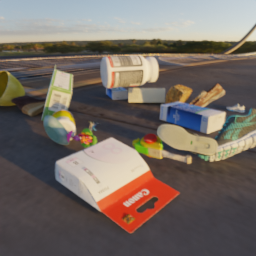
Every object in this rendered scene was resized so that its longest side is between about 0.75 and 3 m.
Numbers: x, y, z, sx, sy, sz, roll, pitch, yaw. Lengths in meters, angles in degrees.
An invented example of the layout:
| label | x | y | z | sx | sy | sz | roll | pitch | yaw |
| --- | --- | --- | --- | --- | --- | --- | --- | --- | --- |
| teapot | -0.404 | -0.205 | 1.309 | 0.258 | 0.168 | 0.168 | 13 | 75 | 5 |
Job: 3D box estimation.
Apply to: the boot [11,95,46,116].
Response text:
| label | x | y | z | sx | sy | sz | roll | pitch | yaw |
| --- | --- | --- | --- | --- | --- | --- | --- | --- | --- |
| boot | -4.230 | -1.227 | 12.945 | 1.506 | 0.655 | 1.811 | 33 | 41 | 28 |

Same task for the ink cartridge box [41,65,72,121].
| label | x | y | z | sx | sy | sz | roll | pitch | yaw |
| --- | --- | --- | --- | --- | --- | --- | --- | --- | --- |
| ink cartridge box | -2.912 | -1.458 | 11.714 | 0.852 | 1.492 | 2.874 | 14 | 24 | -18 |

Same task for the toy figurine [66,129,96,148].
| label | x | y | z | sx | sy | sz | roll | pitch | yaw |
| --- | --- | --- | --- | --- | --- | --- | --- | --- | --- |
| toy figurine | -1.494 | 0.326 | 8.546 | 0.806 | 0.605 | 0.742 | 22 | 10 | 41 |

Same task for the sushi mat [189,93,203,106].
| label | x | y | z | sx | sy | sz | roll | pitch | yaw |
| --- | --- | --- | --- | --- | --- | --- | --- | --- | --- |
| sushi mat | 2.742 | -1.167 | 11.259 | 0.066 | 0.522 | 1.091 | 47 | 27 | 5 |

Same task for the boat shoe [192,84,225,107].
| label | x | y | z | sx | sy | sz | roll | pitch | yaw |
| --- | --- | --- | --- | --- | --- | --- | --- | --- | --- |
| boat shoe | 3.534 | -1.407 | 12.993 | 1.839 | 0.660 | 0.696 | -31 | 7 | 2 |

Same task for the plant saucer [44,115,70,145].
| label | x | y | z | sx | sy | sz | roll | pitch | yaw |
| --- | --- | --- | --- | --- | --- | --- | --- | --- | --- |
| plant saucer | -2.328 | 0.137 | 8.853 | 1.152 | 1.152 | 0.222 | 15 | 43 | 36 |

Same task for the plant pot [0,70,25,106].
| label | x | y | z | sx | sy | sz | roll | pitch | yaw |
| --- | --- | --- | --- | --- | --- | --- | --- | --- | --- |
| plant pot | -5.846 | -1.772 | 13.743 | 1.725 | 1.725 | 1.224 | 16 | -6 | 39 |

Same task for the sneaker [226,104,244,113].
| label | x | y | z | sx | sy | sz | roll | pitch | yaw |
| --- | --- | --- | --- | --- | --- | --- | --- | --- | --- |
| sneaker | 5.023 | -0.952 | 13.095 | 0.820 | 0.355 | 0.307 | 9 | 22 | 28 |

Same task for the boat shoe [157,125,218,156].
| label | x | y | z | sx | sy | sz | roll | pitch | yaw |
| --- | --- | --- | --- | --- | --- | --- | --- | --- | --- |
| boat shoe | 1.470 | 0.346 | 7.110 | 1.536 | 0.552 | 0.519 | 20 | -6 | 16 |

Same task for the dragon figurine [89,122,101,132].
| label | x | y | z | sx | sy | sz | roll | pitch | yaw |
| --- | --- | --- | --- | --- | --- | --- | --- | --- | --- |
| dragon figurine | -1.317 | -0.015 | 10.510 | 0.246 | 0.415 | 0.834 | 5 | 0 | 18 |

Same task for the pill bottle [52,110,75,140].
| label | x | y | z | sx | sy | sz | roll | pitch | yaw |
| --- | --- | --- | --- | --- | --- | --- | --- | --- | --- |
| pill bottle | -2.251 | -0.126 | 9.637 | 0.812 | 0.812 | 1.486 | -4 | 22 | -13 |

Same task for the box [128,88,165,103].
| label | x | y | z | sx | sy | sz | roll | pitch | yaw |
| --- | --- | --- | --- | --- | --- | --- | --- | --- | --- |
| box | 0.946 | -1.666 | 14.416 | 1.876 | 0.771 | 0.641 | 2 | 5 | 3 |

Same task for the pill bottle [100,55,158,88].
| label | x | y | z | sx | sy | sz | roll | pitch | yaw |
| --- | --- | --- | --- | --- | --- | --- | --- | --- | --- |
| pill bottle | 0.055 | -2.814 | 13.937 | 2.631 | 1.524 | 1.524 | -7 | 20 | -18 |

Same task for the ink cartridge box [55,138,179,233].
| label | x | y | z | sx | sy | sz | roll | pitch | yaw |
| --- | --- | --- | --- | --- | --- | --- | --- | --- | --- |
| ink cartridge box | -0.221 | 1.090 | 6.257 | 2.247 | 0.641 | 1.827 | 21 | 29 | 36 |

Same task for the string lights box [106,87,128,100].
| label | x | y | z | sx | sy | sz | roll | pitch | yaw |
| --- | --- | --- | --- | --- | --- | --- | --- | --- | --- |
| string lights box | -0.665 | -2.013 | 15.942 | 0.861 | 0.494 | 1.676 | -6 | 20 | -17 |

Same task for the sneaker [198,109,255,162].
| label | x | y | z | sx | sy | sz | roll | pitch | yaw |
| --- | --- | --- | --- | --- | --- | --- | --- | --- | --- |
| sneaker | 2.936 | 0.180 | 7.984 | 2.322 | 0.901 | 1.059 | -19 | 62 | -8 |

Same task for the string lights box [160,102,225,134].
| label | x | y | z | sx | sy | sz | roll | pitch | yaw |
| --- | --- | --- | --- | --- | --- | --- | --- | --- | --- |
| string lights box | 2.496 | -0.474 | 11.111 | 1.172 | 0.673 | 2.281 | -14 | 24 | -40 |

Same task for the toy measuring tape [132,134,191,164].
| label | x | y | z | sx | sy | sz | roll | pitch | yaw |
| --- | --- | --- | --- | --- | --- | --- | --- | --- | --- |
| toy measuring tape | 0.918 | 0.532 | 7.522 | 1.746 | 0.642 | 0.642 | 11 | 22 | 29 |

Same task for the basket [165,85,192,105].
| label | x | y | z | sx | sy | sz | roll | pitch | yaw |
| --- | --- | --- | --- | --- | --- | --- | --- | --- | --- |
| basket | 2.313 | -1.463 | 13.186 | 0.799 | 1.120 | 0.834 | 38 | 37 | 25 |
